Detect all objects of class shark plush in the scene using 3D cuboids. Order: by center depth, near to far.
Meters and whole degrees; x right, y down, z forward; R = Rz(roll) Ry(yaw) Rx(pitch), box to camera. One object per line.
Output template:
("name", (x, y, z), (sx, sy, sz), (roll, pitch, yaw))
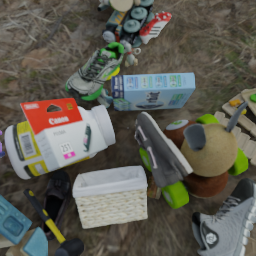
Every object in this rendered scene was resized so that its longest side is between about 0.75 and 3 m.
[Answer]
("shark plush", (-0.373, -4.952, 10.550), (0.911, 0.994, 2.188), (17, 31, 31))

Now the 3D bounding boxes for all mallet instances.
("mallet", (-1.868, 2.250, 6.476), (2.015, 0.664, 0.415), (45, 107, 9))

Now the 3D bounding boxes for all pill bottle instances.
("pill bottle", (-1.720, 0.286, 7.436), (2.580, 1.451, 1.451), (-18, 64, -9))

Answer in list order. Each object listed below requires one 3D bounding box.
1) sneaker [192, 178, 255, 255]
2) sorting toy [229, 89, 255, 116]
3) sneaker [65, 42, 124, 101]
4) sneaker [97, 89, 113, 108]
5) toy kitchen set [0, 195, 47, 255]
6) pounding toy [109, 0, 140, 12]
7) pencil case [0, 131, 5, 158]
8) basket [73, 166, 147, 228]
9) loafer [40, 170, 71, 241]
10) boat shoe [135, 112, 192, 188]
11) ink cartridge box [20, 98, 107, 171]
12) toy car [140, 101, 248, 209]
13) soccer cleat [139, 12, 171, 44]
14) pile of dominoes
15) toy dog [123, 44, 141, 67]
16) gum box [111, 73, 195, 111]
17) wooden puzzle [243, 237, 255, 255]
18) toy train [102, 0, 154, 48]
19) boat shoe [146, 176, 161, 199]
("sneaker", (2.225, 2.041, 6.611), (1.294, 0.841, 2.241), (25, 69, -3))
("sorting toy", (3.944, -0.730, 8.467), (1.516, 0.203, 1.129), (-16, 56, -5))
("sneaker", (-0.955, -1.742, 8.187), (0.987, 1.077, 2.529), (30, 50, 2))
("sneaker", (-0.845, -1.058, 8.663), (0.435, 0.391, 1.008), (-45, 71, 3))
("toy kitchen set", (-2.981, 2.294, 5.235), (2.928, 1.725, 2.346), (48, 38, -17))
("pounding toy", (-0.219, -4.295, 9.376), (1.092, 0.507, 0.843), (-29, 104, -19))
("pencil case", (-4.069, 0.811, 6.722), (2.466, 1.035, 1.054), (-31, 24, 24))
("basket", (-0.375, 1.638, 6.760), (1.687, 1.144, 1.041), (-9, 98, -2))
("loafer", (-1.831, 1.884, 7.092), (0.647, 0.567, 1.801), (9, 62, -5))
("boat shoe", (0.533, 0.390, 6.591), (0.779, 0.914, 2.735), (-34, 28, 0))
("ink cartridge box", (-1.302, -0.002, 6.057), (0.368, 1.691, 1.467), (-25, 87, 29))
("toy car", (1.712, 0.347, 6.641), (2.282, 2.778, 2.192), (-26, 64, -12))
("soccer cleat", (0.951, -3.464, 9.661), (1.397, 0.595, 0.479), (-43, 57, -14))
("pile of dominoes", (3.748, 0.123, 8.284), (1.910, 0.390, 2.450), (-32, 59, -15))
("toy dog", (0.083, -2.405, 9.164), (0.556, 0.843, 0.406), (9, 48, -7))
("gum box", (0.620, -0.967, 7.876), (2.110, 1.793, 0.470), (-3, 78, -1))
("wooden puzzle", (2.830, 3.124, 6.436), (1.045, 0.261, 1.128), (-47, 33, -18))
("toy train", (0.037, -3.818, 9.862), (1.353, 1.012, 2.375), (17, 66, 18))
("boat shoe", (0.657, 1.313, 6.924), (0.350, 0.370, 1.030), (11, 26, 6))
